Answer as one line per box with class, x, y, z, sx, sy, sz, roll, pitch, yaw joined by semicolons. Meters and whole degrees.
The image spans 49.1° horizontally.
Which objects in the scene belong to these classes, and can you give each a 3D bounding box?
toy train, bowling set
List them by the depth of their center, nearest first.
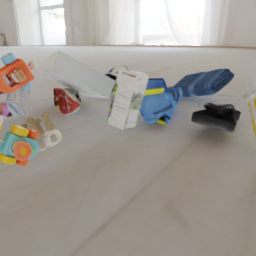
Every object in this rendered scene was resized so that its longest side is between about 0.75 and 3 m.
toy train;-1.622;-0.171;4.201;1.264;1.683;0.468;-36;34;-24
bowling set;-2.123;0.007;6.118;0.882;0.473;0.614;-27;13;-33

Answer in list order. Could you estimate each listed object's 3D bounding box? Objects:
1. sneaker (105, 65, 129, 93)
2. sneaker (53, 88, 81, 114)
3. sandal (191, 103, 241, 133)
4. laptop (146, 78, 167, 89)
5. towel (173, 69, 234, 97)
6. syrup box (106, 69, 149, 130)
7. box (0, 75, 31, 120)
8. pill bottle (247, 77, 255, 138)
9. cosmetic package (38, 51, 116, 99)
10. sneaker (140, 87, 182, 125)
sneaker;-0.513;-1.960;11.179;1.311;0.917;2.269;-8;22;-26
sneaker;-1.758;-0.910;8.506;0.759;0.719;1.848;-7;20;-23
sandal;2.156;-0.392;6.704;0.960;0.540;2.523;16;16;22
laptop;0.857;-1.503;9.750;1.338;0.780;1.510;-5;-3;-10
towel;2.431;-1.447;9.450;1.154;0.502;2.067;-40;20;-20
syrup box;-0.016;-0.649;6.312;0.524;1.286;0.506;22;17;30
box;-3.386;-0.720;6.718;1.937;0.582;1.130;-10;60;8
pill bottle;2.799;-0.297;5.406;0.816;1.427;0.816;-8;-10;-1
cosmetic package;-1.602;-1.517;8.315;1.727;0.592;2.291;23;-3;-27
sneaker;0.917;-0.627;7.642;0.825;0.981;2.503;-6;7;26
